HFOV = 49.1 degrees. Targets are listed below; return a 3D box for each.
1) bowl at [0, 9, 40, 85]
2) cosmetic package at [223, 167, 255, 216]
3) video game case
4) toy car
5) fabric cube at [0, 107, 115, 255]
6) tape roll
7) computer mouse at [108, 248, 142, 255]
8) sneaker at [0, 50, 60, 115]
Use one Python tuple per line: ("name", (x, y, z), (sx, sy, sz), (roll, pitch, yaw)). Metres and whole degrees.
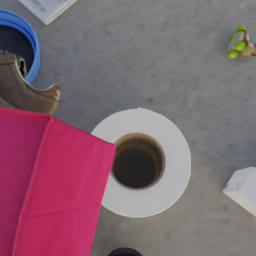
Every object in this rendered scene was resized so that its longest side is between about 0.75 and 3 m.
("bowl", (-3.781, -1.901, 7.572), (2.840, 0.557, 2.840), (0, 73, 0))
("cosmetic package", (3.315, 1.782, 6.410), (1.991, 1.012, 0.737), (38, 78, 8))
("video game case", (-2.468, -4.560, 8.467), (2.427, 0.288, 2.209), (43, 79, 11))
("toy car", (3.269, -2.245, 7.699), (0.868, 0.685, 0.713), (17, 65, -7))
("fabric cube", (-1.554, 0.796, 3.659), (1.955, 1.986, 1.993), (11, 82, 18))
("tape roll", (0.173, 0.843, 6.373), (2.238, 1.537, 2.238), (0, 75, 0))
("computer mouse", (-0.381, 4.060, 6.061), (1.938, 0.635, 2.760), (-9, 78, 6))
("sneaker", (-2.642, -1.097, 5.566), (2.920, 1.028, 1.103), (38, 78, 4))
